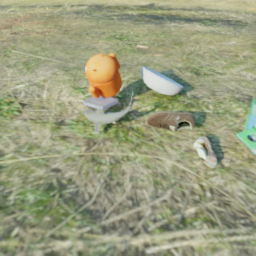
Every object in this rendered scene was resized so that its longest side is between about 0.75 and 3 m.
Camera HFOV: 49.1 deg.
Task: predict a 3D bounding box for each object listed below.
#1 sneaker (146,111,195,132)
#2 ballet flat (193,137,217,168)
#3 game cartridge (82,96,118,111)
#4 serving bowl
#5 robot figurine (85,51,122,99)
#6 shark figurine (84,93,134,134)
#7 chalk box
[{"bbox_3d":[1.575,-0.212,10.492,1.820,0.641,0.687,-4,41,10],"label":"sneaker"},{"bbox_3d":[2.465,0.691,9.240,0.518,0.525,1.541,22,24,-18],"label":"ballet flat"},{"bbox_3d":[-1.199,-1.070,11.867,0.901,0.267,1.389,-35,36,-32],"label":"game cartridge"},{"bbox_3d":[1.471,-2.103,13.184,2.162,0.711,2.162,25,17,-8],"label":"serving bowl"},{"bbox_3d":[-0.972,-2.126,11.476,1.620,2.252,1.313,-26,67,-1],"label":"robot figurine"},{"bbox_3d":[-0.715,-0.581,10.325,2.095,0.874,1.251,-14,49,9],"label":"shark figurine"},{"bbox_3d":[5.049,0.085,9.115,2.925,1.811,1.820,-8,33,-14],"label":"chalk box"}]
